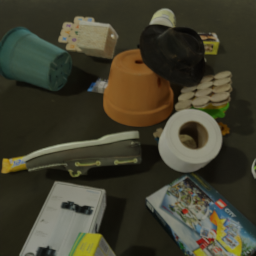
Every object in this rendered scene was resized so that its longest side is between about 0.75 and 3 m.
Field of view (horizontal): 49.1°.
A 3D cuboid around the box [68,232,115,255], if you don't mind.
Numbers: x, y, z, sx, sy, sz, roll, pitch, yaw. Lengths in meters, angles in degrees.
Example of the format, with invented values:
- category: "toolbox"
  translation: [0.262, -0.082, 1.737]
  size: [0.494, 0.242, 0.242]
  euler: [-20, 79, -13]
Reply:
- category: "box"
  translation: [-0.790, 3.010, 4.429]
  size: [0.537, 1.302, 2.219]
  euler: [-5, 37, 25]

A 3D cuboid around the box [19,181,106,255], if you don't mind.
- category: "box"
  translation: [-1.305, 2.216, 5.824]
  size: [1.243, 0.641, 2.131]
  euler: [7, 43, 8]

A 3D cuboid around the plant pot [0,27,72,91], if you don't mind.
- category: "plant pot"
  translation: [-3.242, -2.346, 10.134]
  size: [1.951, 1.992, 1.992]
  euler: [24, 46, 13]

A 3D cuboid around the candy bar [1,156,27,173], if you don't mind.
- category: "candy bar"
  translation: [-2.390, 0.851, 7.651]
  size: [1.988, 0.220, 0.496]
  euler: [-11, 42, -13]

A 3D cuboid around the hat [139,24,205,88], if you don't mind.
- category: "hat"
  translation: [1.549, -2.387, 8.285]
  size: [2.388, 0.963, 2.388]
  euler: [9, 67, -22]

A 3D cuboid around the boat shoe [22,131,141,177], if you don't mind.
- category: "boat shoe"
  translation: [-1.108, 0.767, 7.121]
  size: [2.991, 0.894, 1.069]
  euler: [-11, -1, -9]

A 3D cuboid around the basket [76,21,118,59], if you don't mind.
- category: "basket"
  translation: [-1.296, -3.634, 11.647]
  size: [1.349, 1.085, 1.337]
  euler: [13, 0, 13]

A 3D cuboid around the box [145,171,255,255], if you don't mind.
- category: "box"
  translation: [1.616, 2.059, 6.169]
  size: [1.487, 0.410, 2.177]
  euler: [-24, 47, -25]

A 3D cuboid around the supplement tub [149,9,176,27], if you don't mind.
- category: "supplement tub"
  translation: [1.656, -4.947, 13.446]
  size: [1.171, 1.171, 1.615]
  euler: [9, 42, 10]

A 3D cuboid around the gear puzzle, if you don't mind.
- category: "gear puzzle"
  translation: [1.968, 0.252, 8.320]
  size: [2.371, 0.310, 1.228]
  euler: [-17, 44, -21]

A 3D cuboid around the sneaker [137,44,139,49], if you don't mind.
- category: "sneaker"
  translation: [0.888, -3.236, 12.090]
  size: [0.686, 0.628, 1.637]
  euler: [-35, 49, 7]

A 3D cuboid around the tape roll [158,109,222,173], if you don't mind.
- category: "tape roll"
  translation: [1.452, 0.327, 6.738]
  size: [1.337, 0.918, 1.337]
  euler: [1, 68, -3]

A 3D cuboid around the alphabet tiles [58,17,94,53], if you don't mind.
- category: "alphabet tiles"
  translation: [-2.201, -4.318, 12.918]
  size: [1.884, 0.141, 1.926]
  euler: [7, 68, 9]

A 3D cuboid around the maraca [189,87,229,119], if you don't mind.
- category: "maraca"
  translation: [2.422, -0.699, 8.676]
  size: [1.325, 1.034, 1.933]
  euler: [5, 27, 18]

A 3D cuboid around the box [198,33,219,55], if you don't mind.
- category: "box"
  translation: [2.664, -3.802, 12.567]
  size: [2.563, 0.642, 0.964]
  euler: [1, 41, 2]

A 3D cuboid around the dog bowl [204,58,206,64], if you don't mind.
- category: "dog bowl"
  translation: [2.150, -2.440, 11.053]
  size: [1.706, 0.629, 1.706]
  euler: [0, 41, 0]

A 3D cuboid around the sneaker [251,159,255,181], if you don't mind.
- category: "sneaker"
  translation: [3.821, 0.675, 7.404]
  size: [0.720, 0.831, 2.008]
  euler: [20, 45, 21]

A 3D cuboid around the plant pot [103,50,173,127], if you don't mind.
- category: "plant pot"
  translation: [0.337, -1.442, 9.152]
  size: [2.396, 1.677, 2.396]
  euler: [0, 41, 0]

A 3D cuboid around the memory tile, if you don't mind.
- category: "memory tile"
  translation: [2.249, -1.085, 8.228]
  size: [1.548, 0.170, 2.019]
  euler: [-11, 27, 27]

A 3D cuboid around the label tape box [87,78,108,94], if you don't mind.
- category: "label tape box"
  translation: [-1.040, -1.562, 10.342]
  size: [0.826, 0.262, 0.596]
  euler: [10, 43, 10]
